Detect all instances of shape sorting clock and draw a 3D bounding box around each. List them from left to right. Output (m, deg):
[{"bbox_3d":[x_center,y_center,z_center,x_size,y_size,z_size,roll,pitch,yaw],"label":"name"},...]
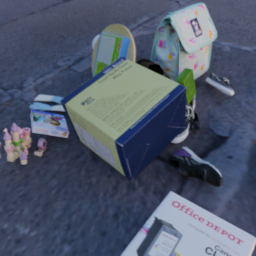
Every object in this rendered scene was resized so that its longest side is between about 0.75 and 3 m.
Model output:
[{"bbox_3d":[-0.621,-2.675,10.992,0.522,2.660,2.660,1,34,-38],"label":"shape sorting clock"}]

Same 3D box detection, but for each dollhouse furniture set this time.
[{"bbox_3d":[0.993,-1.636,10.262,2.801,1.081,1.400,18,56,36],"label":"dollhouse furniture set"}]

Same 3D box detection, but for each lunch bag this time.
[{"bbox_3d":[2.225,-3.336,11.343,1.810,2.968,2.529,31,49,31],"label":"lunch bag"}]

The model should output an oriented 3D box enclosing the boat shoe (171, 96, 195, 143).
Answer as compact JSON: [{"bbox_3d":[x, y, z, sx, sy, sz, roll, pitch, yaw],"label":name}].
[{"bbox_3d":[1.844,-0.535,9.684,0.929,0.860,2.517,19,46,21],"label":"boat shoe"}]

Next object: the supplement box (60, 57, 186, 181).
[{"bbox_3d":[-0.067,-0.392,8.496,2.620,1.761,2.623,33,62,32],"label":"supplement box"}]

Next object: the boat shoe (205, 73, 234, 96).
[{"bbox_3d":[3.741,-1.789,11.181,0.567,0.536,1.582,29,15,-30],"label":"boat shoe"}]

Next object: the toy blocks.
[{"bbox_3d":[-3.247,0.332,8.394,1.235,1.040,1.154,11,26,13],"label":"toy blocks"}]

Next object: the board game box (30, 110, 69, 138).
[{"bbox_3d":[-2.618,-0.144,9.295,1.134,0.233,1.131,10,27,-28],"label":"board game box"}]

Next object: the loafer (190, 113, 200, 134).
[{"bbox_3d":[2.333,-0.183,9.738,0.326,0.285,0.906,3,41,3],"label":"loafer"}]

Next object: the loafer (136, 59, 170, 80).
[{"bbox_3d":[0.950,-2.137,10.489,0.844,0.825,2.312,-27,43,-12],"label":"loafer"}]

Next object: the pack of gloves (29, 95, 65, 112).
[{"bbox_3d":[-2.848,-0.844,10.609,1.543,0.304,1.296,5,28,4],"label":"pack of gloves"}]

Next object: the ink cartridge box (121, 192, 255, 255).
[{"bbox_3d":[0.925,2.920,5.443,2.060,1.195,2.791,25,48,27],"label":"ink cartridge box"}]

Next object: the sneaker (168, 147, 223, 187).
[{"bbox_3d":[1.824,1.221,7.867,0.750,0.648,1.712,-24,35,-23],"label":"sneaker"}]

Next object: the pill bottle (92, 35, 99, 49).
[{"bbox_3d":[-0.762,-3.437,12.774,1.262,1.262,2.253,-21,45,-23],"label":"pill bottle"}]

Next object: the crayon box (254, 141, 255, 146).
[{"bbox_3d":[4.779,1.264,7.473,1.832,0.733,2.886,10,40,-5],"label":"crayon box"}]
